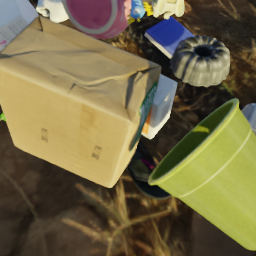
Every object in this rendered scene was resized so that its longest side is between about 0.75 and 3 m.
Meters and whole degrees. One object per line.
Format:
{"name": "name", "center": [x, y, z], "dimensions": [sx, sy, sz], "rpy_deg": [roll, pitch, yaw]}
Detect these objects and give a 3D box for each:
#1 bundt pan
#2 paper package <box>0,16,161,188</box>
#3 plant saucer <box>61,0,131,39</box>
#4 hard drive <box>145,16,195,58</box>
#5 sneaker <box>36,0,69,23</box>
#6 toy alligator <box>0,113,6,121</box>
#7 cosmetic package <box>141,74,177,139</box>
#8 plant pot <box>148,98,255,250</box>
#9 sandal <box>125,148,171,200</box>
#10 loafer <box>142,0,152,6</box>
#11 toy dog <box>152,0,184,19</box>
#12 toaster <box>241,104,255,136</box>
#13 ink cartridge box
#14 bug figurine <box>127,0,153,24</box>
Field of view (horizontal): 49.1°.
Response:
{"name": "bundt pan", "center": [2.037, -1.959, 7.760], "dimensions": [1.698, 0.637, 1.698], "rpy_deg": [1, 54, -1]}
{"name": "paper package", "center": [-1.008, -0.317, 5.643], "dimensions": [2.673, 2.804, 1.451], "rpy_deg": [23, 55, 5]}
{"name": "plant saucer", "center": [-0.965, -3.503, 7.688], "dimensions": [2.262, 2.262, 0.573], "rpy_deg": [19, 43, 13]}
{"name": "hard drive", "center": [1.703, -2.745, 9.213], "dimensions": [1.325, 0.255, 2.008], "rpy_deg": [-38, 77, -27]}
{"name": "sneaker", "center": [-3.673, -5.733, 12.663], "dimensions": [1.284, 1.092, 2.903], "rpy_deg": [-35, 60, -7]}
{"name": "toy alligator", "center": [-2.687, -0.348, 6.373], "dimensions": [0.345, 0.316, 1.165], "rpy_deg": [27, 52, 1]}
{"name": "cosmetic package", "center": [-0.213, -0.973, 6.886], "dimensions": [2.574, 1.306, 0.917], "rpy_deg": [30, 58, 19]}
{"name": "plant pot", "center": [1.673, 0.865, 4.596], "dimensions": [1.873, 1.972, 1.972], "rpy_deg": [45, 63, 2]}
{"name": "sandal", "center": [0.372, 1.154, 7.820], "dimensions": [0.799, 0.508, 2.124], "rpy_deg": [-35, 61, -23]}
{"name": "loafer", "center": [-0.011, -4.003, 8.764], "dimensions": [2.780, 0.875, 0.999], "rpy_deg": [-21, 59, -14]}
{"name": "toy dog", "center": [0.793, -2.890, 6.241], "dimensions": [0.628, 0.872, 0.900], "rpy_deg": [-7, 24, -10]}
{"name": "toaster", "center": [3.771, 0.198, 8.114], "dimensions": [2.057, 1.169, 1.329], "rpy_deg": [29, 55, 15]}
{"name": "ink cartridge box", "center": [-3.519, -2.198, 6.869], "dimensions": [2.603, 1.673, 1.630], "rpy_deg": [-29, 73, 5]}
{"name": "bug figurine", "center": [0.897, -3.483, 6.795], "dimensions": [2.332, 0.600, 1.809], "rpy_deg": [-19, 53, 15]}
